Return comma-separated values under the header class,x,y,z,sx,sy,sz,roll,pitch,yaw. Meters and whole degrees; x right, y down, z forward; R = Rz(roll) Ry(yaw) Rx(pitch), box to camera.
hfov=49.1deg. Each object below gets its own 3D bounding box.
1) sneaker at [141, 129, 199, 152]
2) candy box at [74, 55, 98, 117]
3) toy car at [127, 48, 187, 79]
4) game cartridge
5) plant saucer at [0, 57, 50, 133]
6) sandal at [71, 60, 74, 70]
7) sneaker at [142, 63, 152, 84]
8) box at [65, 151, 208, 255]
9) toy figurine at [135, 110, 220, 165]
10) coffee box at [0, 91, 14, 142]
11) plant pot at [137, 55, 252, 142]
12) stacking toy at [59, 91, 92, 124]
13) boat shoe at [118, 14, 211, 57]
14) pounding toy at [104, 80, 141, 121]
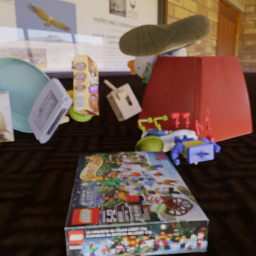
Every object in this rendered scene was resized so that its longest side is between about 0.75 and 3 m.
class,x,y,z,sx,sy,sz,roll,pitch,yaw
sneaker,1.120,0.244,8.024,1.486,0.598,1.088,-11,21,-18
candy box,-1.294,-1.280,8.683,0.480,1.699,0.991,-5,-8,13
toy car,1.092,-2.511,12.080,2.604,2.303,2.400,6,-26,26
game cartridge,-2.281,-0.518,7.992,0.337,1.650,1.098,3,41,-54
plant saucer,-3.354,-1.057,8.917,2.572,2.572,0.462,2,31,9
sandal,-1.935,-2.264,9.990,0.330,0.296,0.900,-39,23,-14
sneaker,0.734,-2.135,10.951,0.355,0.832,0.325,0,14,-12
box,0.006,1.108,4.877,1.853,0.511,2.713,-1,15,-6
toy figurine,1.413,0.352,6.748,2.202,1.161,1.319,-6,21,-18
coffee box,-4.872,-0.276,8.289,2.615,1.478,1.044,-6,15,-23
plant pot,2.266,-1.170,9.608,2.910,2.564,2.907,-10,17,-33
stacking toy,-2.629,-0.566,11.609,2.195,0.927,1.987,-14,46,-34
boat shoe,1.191,-2.884,9.215,2.964,1.059,0.974,-10,-3,15
pounding toy,-0.147,-1.015,8.889,0.714,1.370,1.560,-29,4,-13
